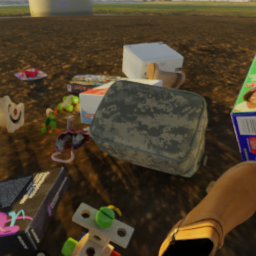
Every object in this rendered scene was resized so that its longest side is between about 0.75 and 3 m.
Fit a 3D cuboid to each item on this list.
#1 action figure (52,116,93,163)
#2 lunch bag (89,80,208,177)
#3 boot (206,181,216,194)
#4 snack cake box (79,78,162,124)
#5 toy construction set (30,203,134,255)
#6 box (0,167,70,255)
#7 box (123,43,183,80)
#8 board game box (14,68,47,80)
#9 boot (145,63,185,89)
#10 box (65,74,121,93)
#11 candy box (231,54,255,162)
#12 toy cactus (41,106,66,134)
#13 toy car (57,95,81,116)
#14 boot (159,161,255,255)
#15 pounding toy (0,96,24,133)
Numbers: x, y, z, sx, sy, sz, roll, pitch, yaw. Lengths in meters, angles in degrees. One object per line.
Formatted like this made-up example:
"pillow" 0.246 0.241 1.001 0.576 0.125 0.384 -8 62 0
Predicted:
"action figure" -1.252 0.310 7.377 0.984 1.093 1.468 18 7 4
"lunch bag" 0.541 0.171 6.284 2.352 1.973 1.639 13 66 23
"boot" 1.950 1.413 5.512 0.886 0.293 0.776 20 20 33
"snack cake box" -0.105 -0.899 8.995 1.589 0.928 2.762 9 22 26
"toy construction set" -0.368 1.729 3.169 1.464 1.349 1.755 -16 50 -42
"box" -2.212 1.424 4.581 2.233 0.403 1.597 -15 22 13
"box" 1.031 -2.814 12.466 1.990 1.308 2.001 -11 38 -20
"board game box" -4.791 -2.746 13.748 1.317 0.325 1.667 -19 33 -32
"boot" 1.450 -1.941 10.689 1.459 0.701 1.996 -2 -11 -7
"box" -1.426 -1.850 11.889 2.031 0.383 1.387 5 27 10
"candy box" 3.113 -0.284 6.105 0.898 1.970 2.330 0 41 37
"toy cactus" -2.177 -0.302 8.153 0.506 0.990 0.817 23 19 -37
"toy car" -1.714 -0.590 8.910 0.643 0.782 0.617 8 62 49
"boot" 1.101 1.149 3.605 0.693 1.808 1.404 53 15 18
"pounding toy" -3.745 -0.396 7.939 1.041 1.038 1.815 -2 14 -1
